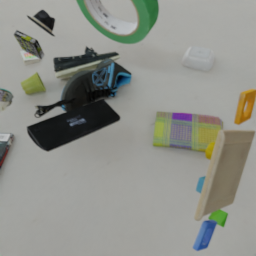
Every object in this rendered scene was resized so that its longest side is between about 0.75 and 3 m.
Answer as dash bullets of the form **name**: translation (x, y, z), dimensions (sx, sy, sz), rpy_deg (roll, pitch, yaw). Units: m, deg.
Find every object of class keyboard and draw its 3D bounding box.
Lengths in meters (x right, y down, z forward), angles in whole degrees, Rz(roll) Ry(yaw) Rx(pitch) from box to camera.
- **keyboard**: translation (-1.296, -0.229, 6.348), dimensions (2.032, 0.209, 1.291), rpy_deg (-24, 58, -34)

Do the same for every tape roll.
- **tape roll**: translation (-0.391, -3.857, 8.693), dimensions (2.708, 2.708, 0.651), rpy_deg (23, 67, 21)

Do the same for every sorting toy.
- **sorting toy**: translation (1.456, 0.632, 4.358), dimensions (0.348, 2.558, 1.440), rpy_deg (22, 14, 38)

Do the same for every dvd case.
- **dvd case**: translation (-4.451, 1.041, 7.940), dimensions (1.730, 0.261, 2.369), rpy_deg (1, 46, 1)

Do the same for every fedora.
- **fedora**: translation (-2.184, -2.796, 7.311), dimensions (0.919, 0.919, 0.420), rpy_deg (39, 97, 32)

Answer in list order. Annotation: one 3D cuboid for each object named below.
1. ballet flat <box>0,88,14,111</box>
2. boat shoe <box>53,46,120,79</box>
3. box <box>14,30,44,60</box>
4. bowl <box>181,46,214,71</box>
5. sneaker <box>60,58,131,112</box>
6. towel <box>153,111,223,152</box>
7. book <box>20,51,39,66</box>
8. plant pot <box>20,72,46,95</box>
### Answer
- **ballet flat**: translation (-2.859, -0.613, 6.347), dimensions (0.506, 0.506, 1.407), rpy_deg (-19, 8, -18)
- **boat shoe**: translation (-1.649, -2.732, 11.018), dimensions (2.701, 0.896, 1.010), rpy_deg (-19, 4, -10)
- **box**: translation (-2.907, -2.437, 8.271), dimensions (0.690, 0.862, 0.191), rpy_deg (27, 76, 4)
- **bowl**: translation (2.967, -2.983, 11.770), dimensions (1.278, 0.478, 1.279), rpy_deg (16, 49, 16)
- **sneaker**: translation (-1.086, -1.474, 9.843), dimensions (1.226, 1.096, 2.994), rpy_deg (31, 55, 21)
- **towel**: translation (1.930, 0.130, 8.852), dimensions (2.200, 0.250, 1.580), rpy_deg (6, 46, 7)
- **book**: translation (-4.229, -3.067, 12.053), dimensions (0.641, 0.230, 0.959), rpy_deg (-17, 46, -20)
- **plant pot**: translation (-3.512, -1.571, 10.261), dimensions (0.694, 0.755, 0.755), rpy_deg (-25, 49, -8)
